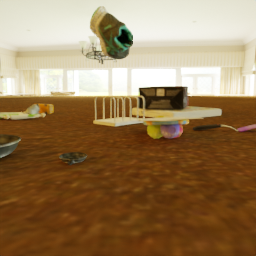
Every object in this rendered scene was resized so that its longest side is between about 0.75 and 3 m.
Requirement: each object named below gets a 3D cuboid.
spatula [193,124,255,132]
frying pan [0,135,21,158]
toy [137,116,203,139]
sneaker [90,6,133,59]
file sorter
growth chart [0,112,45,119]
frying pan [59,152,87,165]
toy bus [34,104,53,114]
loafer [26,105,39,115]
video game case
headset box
[{"bbox_3d":[2.678,-0.008,7.701,1.761,0.181,0.498,1,7,9],"label":"spatula"},{"bbox_3d":[-2.713,0.381,4.357,1.350,0.363,2.231,3,10,23],"label":"frying pan"},{"bbox_3d":[0.878,-0.014,6.591,1.255,0.514,2.179,-3,5,0],"label":"toy"},{"bbox_3d":[-0.350,-3.106,10.098,1.273,1.083,2.792,32,0,19],"label":"sneaker"},{"bbox_3d":[-0.258,-0.612,9.344,1.028,0.922,1.481,8,11,43],"label":"file sorter"},{"bbox_3d":[-4.445,-0.479,10.981,1.622,0.199,2.241,-5,8,-37],"label":"growth chart"},{"bbox_3d":[-0.816,0.495,4.384,0.439,0.118,0.726,-5,11,-27],"label":"frying pan"},{"bbox_3d":[-3.953,-0.910,13.201,1.313,0.427,0.514,6,9,41],"label":"toy bus"},{"bbox_3d":[-4.153,-0.815,12.227,0.424,0.423,1.213,17,6,-8],"label":"loafer"},{"bbox_3d":[2.043,-0.694,11.999,2.838,0.325,2.583,-5,10,-35],"label":"video game case"},{"bbox_3d":[1.597,-1.339,12.079,1.822,0.946,2.449,2,8,15],"label":"headset box"}]
